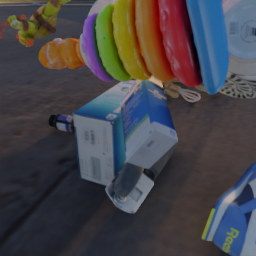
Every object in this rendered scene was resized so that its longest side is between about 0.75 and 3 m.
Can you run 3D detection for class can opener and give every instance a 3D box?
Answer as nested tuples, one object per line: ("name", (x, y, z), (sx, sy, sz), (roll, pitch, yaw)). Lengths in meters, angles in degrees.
("can opener", (0.450, 0.674, 5.703), (0.685, 0.859, 2.569), (38, 39, 7))

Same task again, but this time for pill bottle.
("pill bottle", (-1.751, -0.141, 7.686), (0.783, 0.438, 0.438), (11, 31, 18))
("pill bottle", (-0.318, -2.804, 7.810), (1.584, 1.584, 2.774), (-2, 16, -3))

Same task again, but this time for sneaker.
("sneaker", (2.278, 1.297, 4.720), (1.019, 0.916, 2.478), (29, 46, 36))

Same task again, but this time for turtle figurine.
("turtle figurine", (-1.851, -2.424, 6.103), (0.749, 1.876, 2.327), (43, 13, -12))

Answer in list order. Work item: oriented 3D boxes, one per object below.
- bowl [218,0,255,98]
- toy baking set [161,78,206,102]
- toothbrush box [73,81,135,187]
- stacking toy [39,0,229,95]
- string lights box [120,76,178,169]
("bowl", (1.985, -1.522, 4.554), (2.099, 2.099, 0.985), (12, 12, 20))
("toy baking set", (1.543, -1.384, 10.117), (2.719, 0.316, 2.087), (-6, 33, -10))
("toothbrush box", (-0.172, 0.023, 6.227), (0.920, 1.579, 2.156), (14, 33, 24))
("stacking toy", (-0.099, -1.199, 3.947), (2.777, 1.524, 1.612), (-7, 43, 22))
("string lights box", (0.262, -0.165, 4.375), (0.418, 0.728, 1.417), (22, 39, -25))
